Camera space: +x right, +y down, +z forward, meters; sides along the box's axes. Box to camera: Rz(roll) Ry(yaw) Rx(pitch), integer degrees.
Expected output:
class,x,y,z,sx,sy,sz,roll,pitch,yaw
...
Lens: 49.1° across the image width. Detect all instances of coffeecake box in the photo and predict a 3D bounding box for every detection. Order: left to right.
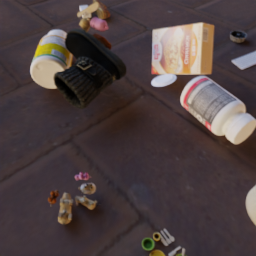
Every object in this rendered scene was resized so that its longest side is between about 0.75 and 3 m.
class,x,y,z,sx,sy,sz,roll,pitch,yaw
coffeecake box,2.018,-2.928,10.706,0.826,1.735,2.260,-10,14,-43

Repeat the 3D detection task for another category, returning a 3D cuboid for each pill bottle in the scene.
class,x,y,z,sx,sy,sz,roll,pitch,yaw
pill bottle,-3.045,-2.938,11.531,1.450,1.450,2.571,-1,47,-1
pill bottle,2.996,-0.592,9.370,1.335,1.335,2.412,-24,51,-21

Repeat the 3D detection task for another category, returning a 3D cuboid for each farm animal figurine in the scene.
class,x,y,z,sx,sy,sz,roll,pitch,yaw
farm animal figurine,-1.444,1.909,7.556,1.278,0.643,1.032,-26,71,-27

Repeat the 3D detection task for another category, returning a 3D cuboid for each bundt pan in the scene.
class,x,y,z,sx,sy,sz,roll,pitch,yaw
bundt pan,5.398,-4.469,13.798,0.807,0.303,0.807,-1,46,1

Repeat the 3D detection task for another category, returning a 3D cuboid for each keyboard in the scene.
class,x,y,z,sx,sy,sz,roll,pitch,yaw
keyboard,5.766,-3.174,12.686,2.354,0.126,0.663,-23,51,-20

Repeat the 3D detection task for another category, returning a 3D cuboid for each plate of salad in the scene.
class,x,y,z,sx,sy,sz,roll,pitch,yaw
plate of salad,1.174,-1.534,9.199,0.831,0.200,0.831,-14,34,10

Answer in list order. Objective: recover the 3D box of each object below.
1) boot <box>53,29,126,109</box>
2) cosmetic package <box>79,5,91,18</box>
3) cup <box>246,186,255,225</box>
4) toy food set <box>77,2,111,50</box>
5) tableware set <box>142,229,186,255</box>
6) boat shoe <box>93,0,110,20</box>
class,x,y,z,sx,sy,sz,roll,pitch,yaw
boot,-1.836,-2.220,10.027,3.072,1.156,2.296,38,64,24
cosmetic package,-2.414,-6.536,15.748,0.480,0.350,0.944,-11,45,-10
cup,4.036,1.847,7.162,1.655,1.184,1.655,0,46,0
toy food set,-1.302,-3.380,10.891,1.640,2.580,0.406,-10,11,39
tableware set,0.943,3.059,6.688,0.852,0.194,1.265,-25,52,-22
boat shoe,-1.530,-6.638,15.690,0.595,0.635,1.763,-13,52,-20
